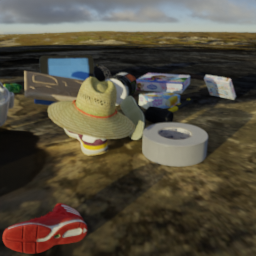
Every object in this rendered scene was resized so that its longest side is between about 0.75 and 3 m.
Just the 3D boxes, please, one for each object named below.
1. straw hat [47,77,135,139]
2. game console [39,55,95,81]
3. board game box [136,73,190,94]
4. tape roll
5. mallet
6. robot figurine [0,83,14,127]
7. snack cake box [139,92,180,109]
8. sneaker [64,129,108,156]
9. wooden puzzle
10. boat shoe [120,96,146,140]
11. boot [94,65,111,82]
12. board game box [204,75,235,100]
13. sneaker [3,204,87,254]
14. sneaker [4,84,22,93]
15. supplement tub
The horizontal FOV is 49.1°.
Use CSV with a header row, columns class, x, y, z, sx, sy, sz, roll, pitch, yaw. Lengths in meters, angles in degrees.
class,x,y,z,sx,sy,sz,roll,pitch,yaw
straw hat,-0.779,-0.702,7.062,2.477,1.048,2.477,13,20,-5
game console,-2.804,-2.400,13.061,2.599,1.538,2.219,-5,26,-11
board game box,1.849,-2.392,14.747,2.434,0.501,2.428,7,22,19
tape roll,1.200,0.379,7.281,1.663,0.549,1.663,0,20,0
mallet,1.542,-0.720,10.161,0.896,0.560,2.721,14,25,26
robot figurine,-4.192,-0.661,8.507,1.557,1.836,1.037,-20,63,-43
snack cake box,1.258,-1.110,11.342,1.450,0.487,0.834,-9,23,-23
sneaker,-1.208,-0.187,7.941,0.936,1.125,2.498,-10,24,-28
wooden puzzle,-2.625,-1.387,11.016,2.774,0.693,2.995,6,22,-23
boat shoe,0.251,-0.224,8.694,0.716,0.635,1.916,-39,38,12
boot,-2.552,-2.979,15.484,2.218,1.078,2.946,-18,31,-37
board game box,4.008,-1.771,12.239,1.156,1.153,0.238,20,70,40
sneaker,-1.314,1.556,4.443,1.211,0.474,0.699,5,9,-22
sneaker,-5.530,-1.898,13.426,0.575,0.509,1.375,-3,20,4
supplement tub,-0.318,-1.722,12.012,1.164,1.164,1.899,7,21,17
